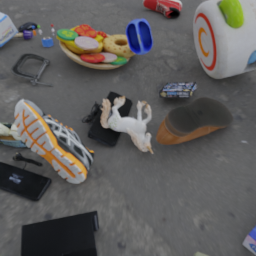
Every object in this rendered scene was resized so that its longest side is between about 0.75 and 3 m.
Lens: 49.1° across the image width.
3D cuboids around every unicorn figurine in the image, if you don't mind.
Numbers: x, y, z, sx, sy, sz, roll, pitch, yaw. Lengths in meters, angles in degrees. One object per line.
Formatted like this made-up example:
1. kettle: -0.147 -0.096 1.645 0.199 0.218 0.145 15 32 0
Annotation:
1. unicorn figurine: 0.104 -0.115 7.563 1.907 0.704 1.310 13 84 28

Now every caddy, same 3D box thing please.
1. caddy: 0.412 -3.293 10.096 0.891 1.261 0.662 -10 34 12

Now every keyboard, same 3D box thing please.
1. keyboard: -2.625 1.135 6.856 1.652 0.170 1.049 15 52 15
2. keyboard: -0.647 -0.308 8.398 1.134 0.432 2.180 27 42 -4

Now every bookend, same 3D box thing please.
1. bookend: -1.141 2.417 5.072 1.447 0.667 1.438 -9 44 -11

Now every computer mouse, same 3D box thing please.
1. computer mouse: -4.772 -4.649 13.106 1.347 0.310 0.946 -28 48 -27

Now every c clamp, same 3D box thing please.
1. c clamp: -3.422 -2.166 10.351 1.569 0.249 1.837 9 44 -9

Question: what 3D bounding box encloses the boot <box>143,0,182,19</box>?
1. boot: 1.708 -6.248 14.579 2.082 0.754 1.502 11 45 7

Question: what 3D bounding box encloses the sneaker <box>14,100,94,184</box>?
1. sneaker: -1.750 0.253 6.729 0.917 2.344 0.905 -29 16 38

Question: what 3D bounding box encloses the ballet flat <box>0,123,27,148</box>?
1. ballet flat: -3.202 0.128 7.574 1.932 0.717 0.717 0 42 2

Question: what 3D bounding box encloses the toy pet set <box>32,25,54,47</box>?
1. toy pet set: -3.549 -3.895 11.899 0.887 0.829 0.471 -11 35 -12

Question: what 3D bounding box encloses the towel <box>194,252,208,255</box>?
1. towel: 1.863 3.205 4.539 1.888 0.339 1.961 11 45 16

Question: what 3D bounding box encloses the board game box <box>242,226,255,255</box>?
1. board game box: 3.732 2.251 5.425 2.081 0.428 2.076 -32 51 -30

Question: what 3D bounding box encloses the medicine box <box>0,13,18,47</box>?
1. medicine box: -5.882 -4.094 11.741 1.733 0.892 1.579 28 67 27

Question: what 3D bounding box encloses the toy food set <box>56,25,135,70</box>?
1. toy food set: -1.206 -3.161 10.771 2.864 0.697 2.834 28 41 10

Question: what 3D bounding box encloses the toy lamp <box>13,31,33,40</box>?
1. toy lamp: -4.991 -4.120 12.480 1.416 0.412 0.412 -3 42 1

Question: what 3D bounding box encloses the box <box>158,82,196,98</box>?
1. box: 1.617 -1.233 9.077 1.016 0.252 1.008 3 27 24

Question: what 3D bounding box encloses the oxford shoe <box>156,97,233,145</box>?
1. oxford shoe: 1.842 -0.160 7.753 2.803 0.999 1.000 -12 63 -36

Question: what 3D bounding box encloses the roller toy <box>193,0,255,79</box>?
1. roller toy: 3.553 -3.148 9.587 1.995 2.605 2.856 -15 23 -1
